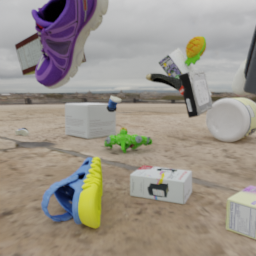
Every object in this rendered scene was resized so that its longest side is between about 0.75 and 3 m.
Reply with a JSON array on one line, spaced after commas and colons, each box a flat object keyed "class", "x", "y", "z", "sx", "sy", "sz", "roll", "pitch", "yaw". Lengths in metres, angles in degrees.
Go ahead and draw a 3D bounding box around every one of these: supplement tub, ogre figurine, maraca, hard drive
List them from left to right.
[{"class": "ogre figurine", "x": -0.070, "y": 0.482, "z": 10.083, "sx": 1.757, "sy": 0.862, "sz": 1.054, "roll": 17, "pitch": -7, "yaw": 12}, {"class": "maraca", "x": 2.830, "y": -3.260, "z": 11.880, "sx": 0.764, "sy": 1.428, "sz": 0.979, "roll": 27, "pitch": -18, "yaw": -29}, {"class": "hard drive", "x": 2.473, "y": -1.257, "z": 9.996, "sx": 0.405, "sy": 1.497, "sz": 2.142, "roll": -12, "pitch": 4, "yaw": 30}, {"class": "supplement tub", "x": 4.852, "y": -0.421, "z": 12.639, "sx": 1.861, "sy": 1.861, "sz": 2.566, "roll": 6, "pitch": 9, "yaw": 40}]

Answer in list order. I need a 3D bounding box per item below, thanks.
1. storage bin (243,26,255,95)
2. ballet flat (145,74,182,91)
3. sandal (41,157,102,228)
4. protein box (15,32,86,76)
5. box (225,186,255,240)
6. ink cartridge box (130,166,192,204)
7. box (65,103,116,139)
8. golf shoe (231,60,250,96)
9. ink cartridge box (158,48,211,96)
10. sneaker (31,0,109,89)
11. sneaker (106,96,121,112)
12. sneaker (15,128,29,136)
[{"class": "storage bin", "x": 3.665, "y": -1.717, "z": 6.903, "sx": 1.490, "sy": 2.047, "sz": 1.375, "roll": 18, "pitch": 39, "yaw": 24}, {"class": "ballet flat", "x": 0.832, "y": -1.097, "z": 6.594, "sx": 0.882, "sy": 0.251, "sz": 0.293, "roll": 14, "pitch": -15, "yaw": 8}, {"class": "sandal", "x": -0.950, "y": 1.093, "z": 5.206, "sx": 0.960, "sy": 0.876, "sz": 2.205, "roll": -4, "pitch": 6, "yaw": -1}, {"class": "protein box", "x": -2.648, "y": -2.563, "z": 9.597, "sx": 1.620, "sy": 1.093, "sz": 1.609, "roll": -4, "pitch": 12, "yaw": 43}, {"class": "box", "x": 2.213, "y": 1.351, "z": 4.307, "sx": 1.060, "sy": 0.512, "sz": 0.932, "roll": 8, "pitch": 11, "yaw": 44}, {"class": "ink cartridge box", "x": 0.714, "y": 1.163, "z": 5.903, "sx": 1.136, "sy": 0.471, "sz": 0.828, "roll": 3, "pitch": 8, "yaw": 23}, {"class": "box", "x": -1.843, "y": -0.410, "z": 13.669, "sx": 1.830, "sy": 1.576, "sz": 1.839, "roll": 7, "pitch": 10, "yaw": 43}, {"class": "golf shoe", "x": 3.834, "y": -1.912, "z": 8.026, "sx": 1.291, "sy": 1.063, "sz": 2.822, "roll": -15, "pitch": -26, "yaw": -35}, {"class": "ink cartridge box", "x": 2.530, "y": -2.139, "z": 12.270, "sx": 0.661, "sy": 2.625, "sz": 1.430, "roll": -33, "pitch": 7, "yaw": 37}, {"class": "sneaker", "x": -1.531, "y": -1.996, "z": 5.878, "sx": 1.185, "sy": 1.145, "sz": 2.841, "roll": -5, "pitch": -33, "yaw": -38}, {"class": "sneaker", "x": -0.441, "y": -0.683, "z": 8.432, "sx": 0.328, "sy": 0.475, "sz": 0.854, "roll": 13, "pitch": 8, "yaw": -14}, {"class": "sneaker", "x": -5.113, "y": 0.185, "z": 13.866, "sx": 0.932, "sy": 0.358, "sz": 0.518, "roll": -3, "pitch": 13, "yaw": 34}]
